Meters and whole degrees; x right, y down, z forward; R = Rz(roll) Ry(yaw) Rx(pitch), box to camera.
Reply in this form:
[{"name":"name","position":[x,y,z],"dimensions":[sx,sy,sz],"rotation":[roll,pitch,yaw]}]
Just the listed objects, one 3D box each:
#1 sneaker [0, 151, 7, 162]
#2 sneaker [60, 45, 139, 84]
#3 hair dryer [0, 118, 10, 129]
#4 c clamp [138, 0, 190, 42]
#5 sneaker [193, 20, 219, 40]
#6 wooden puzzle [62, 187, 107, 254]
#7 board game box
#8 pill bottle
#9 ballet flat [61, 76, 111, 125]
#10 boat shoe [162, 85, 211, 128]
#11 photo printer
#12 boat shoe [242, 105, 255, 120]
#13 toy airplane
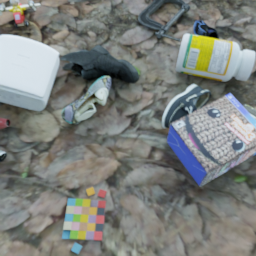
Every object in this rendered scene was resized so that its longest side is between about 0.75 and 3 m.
[{"name":"sneaker","position":[-4.255,1.048,8.816],"dimensions":[0.342,0.319,0.862],"rotation":[28,56,26]},{"name":"sneaker","position":[-1.098,-2.168,10.464],"dimensions":[1.522,0.876,2.918],"rotation":[-40,62,-22]},{"name":"hair dryer","position":[-4.726,-0.541,9.372],"dimensions":[1.964,0.534,1.496],"rotation":[36,93,16]},{"name":"c clamp","position":[1.779,-4.928,12.444],"dimensions":[2.428,0.385,2.842],"rotation":[23,62,20]},{"name":"sneaker","position":[3.277,-3.895,11.523],"dimensions":[0.697,0.774,1.988],"rotation":[-13,60,-7]},{"name":"wooden puzzle","position":[-1.236,2.573,7.957],"dimensions":[1.113,0.132,1.877],"rotation":[2,59,2]},{"name":"board game box","position":[2.712,0.348,8.719],"dimensions":[2.343,1.135,1.868],"rotation":[-27,62,-15]},{"name":"pill bottle","position":[3.164,-2.514,10.292],"dimensions":[2.570,1.449,1.449],"rotation":[13,60,9]},{"name":"ballet flat","position":[-1.230,-0.880,9.641],"dimensions":[0.814,0.814,2.262],"rotation":[39,70,21]},{"name":"boat shoe","position":[1.976,-0.704,9.306],"dimensions":[0.721,0.904,2.390],"rotation":[24,52,30]},{"name":"photo printer","position":[-3.751,-2.088,9.926],"dimensions":[2.327,0.971,2.797],"rotation":[16,51,-13]},{"name":"boat shoe","position":[4.411,-0.290,9.479],"dimensions":[1.450,0.518,0.433],"rotation":[39,71,25]},{"name":"toy airplane","position":[-4.800,-5.217,12.170],"dimensions":[1.489,1.055,1.495],"rotation":[28,63,17]}]
